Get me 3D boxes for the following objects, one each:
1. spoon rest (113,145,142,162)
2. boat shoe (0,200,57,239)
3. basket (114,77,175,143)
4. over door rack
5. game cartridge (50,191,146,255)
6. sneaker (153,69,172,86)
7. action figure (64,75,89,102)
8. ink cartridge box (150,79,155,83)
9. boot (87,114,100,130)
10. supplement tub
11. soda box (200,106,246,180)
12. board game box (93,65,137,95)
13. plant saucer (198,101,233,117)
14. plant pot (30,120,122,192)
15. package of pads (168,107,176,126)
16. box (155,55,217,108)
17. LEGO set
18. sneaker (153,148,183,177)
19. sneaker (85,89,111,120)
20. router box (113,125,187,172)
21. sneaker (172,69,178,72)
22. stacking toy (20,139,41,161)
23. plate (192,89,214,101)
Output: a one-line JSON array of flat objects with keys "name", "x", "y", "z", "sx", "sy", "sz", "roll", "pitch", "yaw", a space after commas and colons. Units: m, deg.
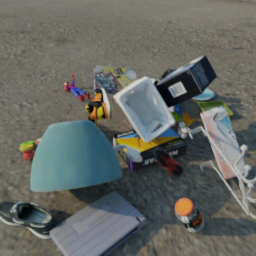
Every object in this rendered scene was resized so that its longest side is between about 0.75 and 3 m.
[{"name": "spoon rest", "x": 0.001, "y": 0.767, "z": 8.903, "sx": 1.198, "sy": 0.595, "sz": 0.363, "roll": 14, "pitch": 54, "yaw": 46}, {"name": "boat shoe", "x": -3.008, "y": 2.509, "z": 8.238, "sx": 2.151, "sy": 0.649, "sz": 0.813, "roll": 12, "pitch": 37, "yaw": 17}, {"name": "basket", "x": 0.523, "y": -0.701, "z": 10.186, "sx": 1.358, "sy": 2.003, "sz": 1.236, "roll": -35, "pitch": 17, "yaw": -5}, {"name": "over door rack", "x": 3.116, "y": 1.209, "z": 8.571, "sx": 0.894, "sy": 1.983, "sz": 2.684, "roll": -32, "pitch": 38, "yaw": -6}, {"name": "game cartridge", "x": -0.830, "y": 2.833, "z": 7.965, "sx": 2.348, "sy": 0.451, "sz": 1.522, "roll": -25, "pitch": 39, "yaw": -35}, {"name": "sneaker", "x": 1.499, "y": -2.089, "z": 12.503, "sx": 0.462, "sy": 1.391, "sz": 0.629, "roll": 35, "pitch": 4, "yaw": 31}, {"name": "action figure", "x": -2.814, "y": -2.185, "z": 14.653, "sx": 0.641, "sy": 0.972, "sz": 1.964, "roll": -27, "pitch": 41, "yaw": -33}, {"name": "ink cartridge box", "x": 1.168, "y": -1.981, "z": 14.569, "sx": 1.040, "sy": 0.598, "sz": 1.433, "roll": 12, "pitch": 38, "yaw": 22}, {"name": "boot", "x": -1.445, "y": -0.190, "z": 11.570, "sx": 0.589, "sy": 1.198, "sz": 1.674, "roll": -5, "pitch": 35, "yaw": -8}, {"name": "supplement tub", "x": 1.699, "y": 2.427, "z": 7.810, "sx": 0.622, "sy": 1.015, "sz": 0.622, "roll": -19, "pitch": 42, "yaw": 18}, {"name": "soda box", "x": 3.169, "y": 0.495, "z": 9.313, "sx": 0.787, "sy": 2.301, "sz": 0.732, "roll": -21, "pitch": 12, "yaw": 10}, {"name": "board game box", "x": -0.547, "y": -2.051, "z": 12.239, "sx": 1.888, "sy": 0.327, "sz": 1.279, "roll": 4, "pitch": 61, "yaw": -16}, {"name": "plant saucer", "x": 4.063, "y": -0.800, "z": 13.202, "sx": 1.269, "sy": 0.304, "sz": 1.271, "roll": -4, "pitch": 35, "yaw": -6}, {"name": "plant pot", "x": -1.637, "y": 0.754, "z": 8.547, "sx": 2.709, "sy": 1.825, "sz": 2.709, "roll": -7, "pitch": -3, "yaw": 0}, {"name": "package of pads", "x": 1.105, "y": -0.597, "z": 12.067, "sx": 2.014, "sy": 1.213, "sz": 0.762, "roll": 3, "pitch": 72, "yaw": 4}, {"name": "box", "x": 2.088, "y": -1.680, "z": 10.269, "sx": 1.657, "sy": 1.021, "sz": 1.644, "roll": -23, "pitch": 13, "yaw": 43}, {"name": "LEGO set", "x": 1.912, "y": -0.260, "z": 10.826, "sx": 0.733, "sy": 0.789, "sz": 1.923, "roll": -11, "pitch": 44, "yaw": -23}, {"name": "sneaker", "x": 1.303, "y": 1.140, "z": 9.787, "sx": 0.503, "sy": 1.423, "sz": 0.695, "roll": -49, "pitch": 27, "yaw": -1}, {"name": "sneaker", "x": -1.202, "y": -0.917, "z": 10.537, "sx": 0.883, "sy": 0.686, "sz": 1.963, "roll": -9, "pitch": 33, "yaw": -12}, {"name": "router box", "x": 0.809, "y": 0.655, "z": 10.870, "sx": 2.339, "sy": 0.597, "sz": 1.745, "roll": -15, "pitch": 37, "yaw": -21}, {"name": "sneaker", "x": 2.266, "y": -2.446, "z": 13.832, "sx": 0.667, "sy": 0.578, "sz": 1.612, "roll": -9, "pitch": -10, "yaw": -35}, {"name": "stacking toy", "x": -3.602, "y": 0.816, "z": 11.004, "sx": 1.234, "sy": 0.521, "sz": 1.117, "roll": -16, "pitch": 12, "yaw": -26}, {"name": "plate", "x": 3.706, "y": -1.721, "z": 14.574, "sx": 1.445, "sy": 0.185, "sz": 1.445, "roll": 0, "pitch": 32, "yaw": 0}]
